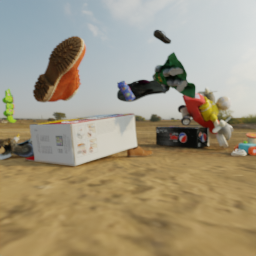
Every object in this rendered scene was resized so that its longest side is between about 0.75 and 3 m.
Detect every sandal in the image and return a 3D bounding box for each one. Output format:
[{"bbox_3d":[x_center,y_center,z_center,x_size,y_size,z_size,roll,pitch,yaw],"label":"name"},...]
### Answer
[{"bbox_3d":[0.693,-1.896,12.896,2.587,0.973,0.619,-15,-31,-9],"label":"sandal"},{"bbox_3d":[1.170,-3.184,9.718,0.369,0.208,0.971,6,-5,34],"label":"sandal"}]

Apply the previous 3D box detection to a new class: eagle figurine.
[{"bbox_3d":[-3.532,0.627,8.690,0.928,0.923,1.223,46,-10,29],"label":"eagle figurine"}]

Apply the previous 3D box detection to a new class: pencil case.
[{"bbox_3d":[-0.098,-1.416,10.866,0.380,0.874,0.341,-37,30,-2],"label":"pencil case"}]

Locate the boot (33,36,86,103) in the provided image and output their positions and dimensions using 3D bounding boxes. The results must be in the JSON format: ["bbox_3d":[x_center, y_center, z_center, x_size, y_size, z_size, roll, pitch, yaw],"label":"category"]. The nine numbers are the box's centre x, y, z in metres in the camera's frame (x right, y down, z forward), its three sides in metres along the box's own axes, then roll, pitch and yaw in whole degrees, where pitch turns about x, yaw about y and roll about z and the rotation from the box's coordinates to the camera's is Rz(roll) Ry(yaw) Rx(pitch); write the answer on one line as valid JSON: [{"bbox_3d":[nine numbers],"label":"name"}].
[{"bbox_3d":[-2.242,-2.094,10.486,1.535,1.074,2.863,3,-44,-52],"label":"boot"}]

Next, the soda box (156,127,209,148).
[{"bbox_3d":[2.411,0.401,12.804,0.812,0.907,2.564,-4,3,-37],"label":"soda box"}]

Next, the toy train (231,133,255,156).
[{"bbox_3d":[4.702,0.555,8.998,2.552,0.710,1.917,1,1,25],"label":"toy train"}]

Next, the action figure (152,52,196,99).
[{"bbox_3d":[1.163,-1.511,8.364,0.626,1.352,2.289,-25,14,-4],"label":"action figure"}]

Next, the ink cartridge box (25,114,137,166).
[{"bbox_3d":[-1.407,0.244,8.213,2.258,1.079,2.572,-1,7,37],"label":"ink cartridge box"}]

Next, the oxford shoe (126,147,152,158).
[{"bbox_3d":[0.389,0.749,8.872,0.951,0.339,0.339,2,-2,-34],"label":"oxford shoe"}]

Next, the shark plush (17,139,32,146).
[{"bbox_3d":[-3.656,0.714,12.171,2.397,1.089,0.999,-22,-12,-21],"label":"shark plush"}]

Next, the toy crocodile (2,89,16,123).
[{"bbox_3d":[-4.282,-0.795,10.110,0.384,1.244,0.420,-1,-10,-40],"label":"toy crocodile"}]

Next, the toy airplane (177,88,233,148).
[{"bbox_3d":[3.764,-0.520,12.252,1.965,2.784,2.772,-44,-16,29],"label":"toy airplane"}]
